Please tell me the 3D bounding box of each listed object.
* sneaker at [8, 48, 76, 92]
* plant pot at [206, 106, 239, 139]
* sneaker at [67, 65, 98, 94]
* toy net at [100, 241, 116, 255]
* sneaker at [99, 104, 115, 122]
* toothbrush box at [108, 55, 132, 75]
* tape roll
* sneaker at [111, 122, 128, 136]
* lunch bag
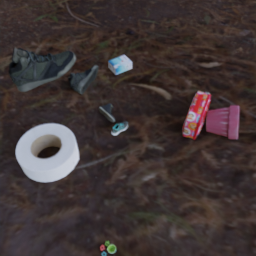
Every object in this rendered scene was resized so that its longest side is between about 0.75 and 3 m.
[{"bbox_3d":[-3.093,-2.307,9.823,2.400,1.374,0.917,-23,49,-1],"label":"sneaker"},{"bbox_3d":[3.942,-0.254,11.684,1.249,1.396,1.396,4,49,21],"label":"plant pot"},{"bbox_3d":[-2.279,-2.583,13.941,1.101,0.735,1.922,26,60,12],"label":"sneaker"},{"bbox_3d":[-0.813,4.002,8.791,0.480,0.177,0.915,35,58,25],"label":"toy net"},{"bbox_3d":[-0.796,-0.725,12.592,0.579,0.408,1.090,-32,56,-21],"label":"sneaker"},{"bbox_3d":[-0.419,-3.315,14.749,1.039,0.443,0.761,-25,55,-21],"label":"toothbrush box"},{"bbox_3d":[-3.107,0.940,10.941,2.301,0.805,2.301,0,50,0],"label":"tape roll"},{"bbox_3d":[-0.351,-0.042,12.028,0.347,0.408,0.894,36,58,26],"label":"sneaker"},{"bbox_3d":[2.860,-0.622,11.698,0.766,1.648,1.871,19,53,15],"label":"lunch bag"}]
